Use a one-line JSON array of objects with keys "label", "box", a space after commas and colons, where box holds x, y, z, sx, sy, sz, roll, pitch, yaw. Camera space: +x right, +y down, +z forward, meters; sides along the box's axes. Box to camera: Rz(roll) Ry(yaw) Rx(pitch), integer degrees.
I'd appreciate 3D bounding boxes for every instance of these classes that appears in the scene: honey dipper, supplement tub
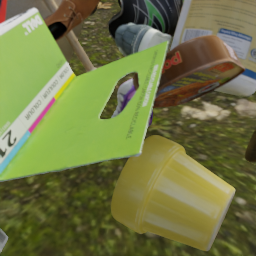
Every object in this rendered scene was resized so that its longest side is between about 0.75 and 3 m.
[{"label": "honey dipper", "box": [-1.349, -2.170, 5.561, 0.552, 2.908, 0.552, -28, 22, 13]}, {"label": "supplement tub", "box": [2.251, -2.403, 6.406, 2.161, 2.988, 2.161, 15, 9, -3]}]

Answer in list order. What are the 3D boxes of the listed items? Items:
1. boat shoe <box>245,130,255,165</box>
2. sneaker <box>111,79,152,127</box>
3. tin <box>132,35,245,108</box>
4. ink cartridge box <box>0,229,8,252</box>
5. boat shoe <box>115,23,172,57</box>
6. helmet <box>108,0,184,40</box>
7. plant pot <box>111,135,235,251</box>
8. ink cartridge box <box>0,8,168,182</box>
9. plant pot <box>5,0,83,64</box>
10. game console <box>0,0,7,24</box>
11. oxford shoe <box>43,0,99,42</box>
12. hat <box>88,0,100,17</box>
[{"label": "boat shoe", "box": [2.601, 0.282, 4.424, 0.726, 2.307, 0.841, 24, 79, 3]}, {"label": "sneaker", "box": [0.116, -0.186, 5.215, 0.625, 1.553, 0.687, -28, 65, -24]}, {"label": "tin", "box": [0.969, -0.776, 4.196, 1.318, 0.493, 2.355, -23, -6, 29]}, {"label": "ink cartridge box", "box": [-2.095, 1.791, 3.713, 0.932, 0.235, 0.508, -38, 10, -3]}, {"label": "boat shoe", "box": [0.410, -1.817, 6.386, 0.794, 0.936, 2.570, 24, 12, 12]}, {"label": "helmet", "box": [0.525, -3.329, 7.407, 2.204, 2.101, 2.204, 11, 59, -19]}, {"label": "plant pot", "box": [0.657, 0.932, 3.767, 1.259, 1.338, 1.338, 25, 48, 25]}, {"label": "ink cartridge box", "box": [-1.110, -0.486, 2.863, 2.720, 1.030, 2.010, -13, 33, 24]}, {"label": "plant pot", "box": [-2.362, -2.546, 6.656, 2.371, 2.099, 2.368, 36, 17, -7]}, {"label": "game console", "box": [-2.720, -1.524, 4.664, 1.745, 1.543, 0.271, 6, 1, 27]}, {"label": "oxford shoe", "box": [-0.965, -1.938, 4.802, 1.514, 0.540, 0.539, -42, 38, 10]}, {"label": "hat", "box": [-0.953, -3.242, 7.239, 0.306, 0.758, 0.758, 33, 44, -9]}]
